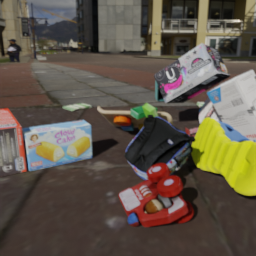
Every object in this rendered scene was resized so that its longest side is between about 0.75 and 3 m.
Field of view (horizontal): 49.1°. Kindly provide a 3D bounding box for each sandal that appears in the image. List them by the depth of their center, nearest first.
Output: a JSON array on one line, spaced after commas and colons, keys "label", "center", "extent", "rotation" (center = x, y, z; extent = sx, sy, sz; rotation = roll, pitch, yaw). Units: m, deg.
[{"label": "sandal", "center": [2.333, 0.619, 5.944], "extent": [1.290, 1.178, 2.964], "rotation": [14, 15, -15]}]

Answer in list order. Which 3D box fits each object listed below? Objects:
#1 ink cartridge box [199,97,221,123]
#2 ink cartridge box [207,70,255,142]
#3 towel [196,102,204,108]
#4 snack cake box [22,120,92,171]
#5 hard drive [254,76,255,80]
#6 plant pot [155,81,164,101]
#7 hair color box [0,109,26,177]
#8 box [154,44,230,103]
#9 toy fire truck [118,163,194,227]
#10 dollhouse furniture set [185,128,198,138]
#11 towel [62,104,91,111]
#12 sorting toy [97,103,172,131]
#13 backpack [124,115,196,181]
[{"label": "ink cartridge box", "center": [3.014, -0.653, 9.716], "extent": [0.638, 1.083, 1.881], "rotation": [32, 22, 3]}, {"label": "ink cartridge box", "center": [3.103, -0.497, 7.582], "extent": [0.736, 1.714, 1.255], "rotation": [-31, 2, -20]}, {"label": "towel", "center": [3.650, -0.968, 12.611], "extent": [0.931, 0.143, 1.220], "rotation": [0, 18, 1]}, {"label": "snack cake box", "center": [-1.690, 0.385, 6.769], "extent": [1.558, 0.896, 0.523], "rotation": [-10, 21, -28]}, {"label": "hard drive", "center": [3.399, -0.049, 4.379], "extent": [1.710, 2.591, 0.329], "rotation": [-26, -3, 20]}, {"label": "plant pot", "center": [1.908, -2.028, 14.619], "extent": [1.098, 1.098, 1.554], "rotation": [-1, 12, -5]}, {"label": "hair color box", "center": [-3.022, 0.267, 6.829], "extent": [0.635, 1.101, 1.986], "rotation": [-9, 20, -27]}, {"label": "box", "center": [1.999, -1.671, 8.942], "extent": [1.884, 1.081, 1.245], "rotation": [-30, -15, 35]}, {"label": "toy fire truck", "center": [0.416, 1.219, 4.661], "extent": [1.032, 0.689, 1.229], "rotation": [-27, 21, -6]}, {"label": "dollhouse furniture set", "center": [2.049, 0.233, 7.988], "extent": [0.505, 0.382, 0.938], "rotation": [-11, 15, -9]}, {"label": "towel", "center": [-2.275, -0.929, 12.555], "extent": [1.050, 0.123, 0.801], "rotation": [-16, 23, -40]}, {"label": "sorting toy", "center": [0.200, -0.229, 8.018], "extent": [2.102, 0.419, 2.844], "rotation": [7, -9, 9]}, {"label": "backpack", "center": [0.577, 0.504, 5.728], "extent": [1.192, 0.964, 1.251], "rotation": [-40, 45, -18]}]
